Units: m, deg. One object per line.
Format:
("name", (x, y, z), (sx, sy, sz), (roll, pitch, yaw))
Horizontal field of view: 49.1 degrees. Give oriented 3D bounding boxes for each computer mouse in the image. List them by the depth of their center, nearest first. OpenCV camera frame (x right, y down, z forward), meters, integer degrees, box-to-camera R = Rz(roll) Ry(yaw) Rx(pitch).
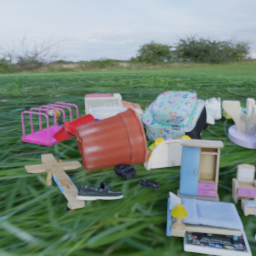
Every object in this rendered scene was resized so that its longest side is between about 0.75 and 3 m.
("computer mouse", (0.222, 1.544, 8.579), (0.517, 0.300, 1.764), (-15, 26, -40))

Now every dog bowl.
("dog bowl", (-0.698, -0.364, 11.739), (1.894, 0.746, 1.894), (2, 14, 0))

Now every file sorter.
("file sorter", (-3.503, -0.271, 12.795), (1.563, 1.411, 2.250), (8, 18, 24))

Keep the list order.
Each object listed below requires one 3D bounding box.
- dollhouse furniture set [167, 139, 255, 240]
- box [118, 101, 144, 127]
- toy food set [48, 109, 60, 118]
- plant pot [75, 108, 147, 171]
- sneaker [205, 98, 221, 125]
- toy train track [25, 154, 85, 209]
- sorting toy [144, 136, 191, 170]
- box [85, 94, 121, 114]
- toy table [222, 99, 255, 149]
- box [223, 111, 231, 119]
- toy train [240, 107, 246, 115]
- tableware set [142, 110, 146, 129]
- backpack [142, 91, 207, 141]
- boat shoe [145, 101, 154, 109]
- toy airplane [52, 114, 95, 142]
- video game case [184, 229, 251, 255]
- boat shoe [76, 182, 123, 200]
("dollhouse furniture set", (2.090, 1.367, 6.481), (2.287, 1.581, 2.422), (3, 13, 10))
("box", (0.119, -0.613, 14.016), (1.099, 0.767, 1.443), (8, 32, -23))
("toy food set", (-4.418, -0.849, 16.849), (0.536, 0.505, 1.123), (-32, 15, -38))
("plant pot", (-0.654, 0.505, 9.494), (1.970, 2.025, 2.025), (-14, 19, -16))
("sneaker", (4.370, -0.931, 15.379), (1.093, 1.278, 2.934), (10, 20, 27))
("toy train track", (-1.998, 1.583, 8.201), (1.676, 0.475, 2.922), (-2, 20, -32))
("sorting toy", (1.333, 0.869, 10.167), (1.920, 1.026, 1.729), (-4, -3, -15))
("box", (-1.457, -1.252, 16.377), (2.062, 1.318, 1.123), (-2, 16, -7))
("toy table", (5.520, -0.303, 12.483), (2.610, 1.663, 2.839), (2, 15, 4))
("box", (6.484, -0.797, 16.504), (1.564, 0.392, 0.588), (0, 16, -2))
("toy train", (7.121, -0.534, 15.110), (2.030, 0.752, 2.703), (7, 10, -21))
("tableware set", (0.145, -0.635, 14.864), (2.926, 0.586, 1.934), (-3, 28, -11))
("backpack", (1.915, -0.437, 12.270), (2.562, 1.929, 2.274), (3, 43, 35))
("boat shoe", (2.303, -1.106, 14.382), (3.007, 1.112, 1.110), (14, 36, 25))
("toy airplane", (-1.837, 0.287, 10.400), (2.130, 2.130, 0.392), (0, 51, 1))
("video game case", (1.860, 2.311, 6.070), (1.283, 0.150, 1.166), (4, 16, 10))
("boat shoe", (-0.707, 1.631, 7.316), (1.363, 0.452, 0.509), (7, -12, -33))
